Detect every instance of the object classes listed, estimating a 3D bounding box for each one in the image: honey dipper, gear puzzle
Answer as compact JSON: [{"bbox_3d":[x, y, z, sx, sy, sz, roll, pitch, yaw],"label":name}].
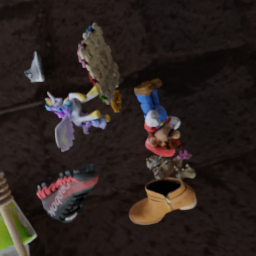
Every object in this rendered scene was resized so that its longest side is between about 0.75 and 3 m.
[{"bbox_3d":[-2.692,2.526,6.589,0.564,0.564,2.970,-18,96,-4],"label":"honey dipper"},{"bbox_3d":[-0.772,-1.634,8.700,0.385,2.938,1.522,-1,52,23],"label":"gear puzzle"}]

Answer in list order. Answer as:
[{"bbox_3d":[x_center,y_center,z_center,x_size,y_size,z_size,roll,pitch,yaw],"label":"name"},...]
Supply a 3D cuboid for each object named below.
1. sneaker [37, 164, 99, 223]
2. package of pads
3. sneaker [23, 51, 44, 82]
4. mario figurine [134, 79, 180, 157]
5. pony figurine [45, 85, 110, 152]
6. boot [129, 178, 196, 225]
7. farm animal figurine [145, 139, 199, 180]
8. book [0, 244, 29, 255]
[{"bbox_3d":[-1.546,1.847,7.616,0.934,2.643,1.291,-10,73,-46],"label":"sneaker"},{"bbox_3d":[-4.461,3.278,8.390,2.710,0.924,2.094,-37,78,-12],"label":"package of pads"},{"bbox_3d":[-3.411,-2.150,9.935,0.657,0.427,1.137,-13,79,-1],"label":"sneaker"},{"bbox_3d":[1.106,-0.251,8.651,1.526,1.310,2.472,-25,111,-19],"label":"mario figurine"},{"bbox_3d":[-1.505,-0.345,8.302,1.820,1.516,1.757,-6,116,27],"label":"pony figurine"},{"bbox_3d":[0.749,1.980,7.559,2.102,1.632,0.806,-14,57,19],"label":"boot"},{"bbox_3d":[1.265,1.104,7.981,1.370,0.723,1.386,-38,37,16],"label":"farm animal figurine"},{"bbox_3d":[-3.147,4.459,6.816,0.635,1.766,2.643,-7,82,21],"label":"book"}]
